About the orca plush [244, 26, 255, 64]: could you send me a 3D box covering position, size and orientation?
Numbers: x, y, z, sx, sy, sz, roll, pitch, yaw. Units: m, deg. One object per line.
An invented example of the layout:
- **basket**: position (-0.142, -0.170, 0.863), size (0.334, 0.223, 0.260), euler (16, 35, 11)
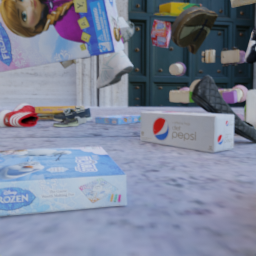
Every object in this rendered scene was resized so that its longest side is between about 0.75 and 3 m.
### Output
- **orca plush**: position (3.908, -2.392, 8.286), size (0.654, 0.967, 1.839), euler (18, 32, 16)

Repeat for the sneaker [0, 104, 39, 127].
- **sneaker**: position (-4.181, -0.411, 11.724), size (1.337, 0.907, 2.314), euler (9, 19, 9)

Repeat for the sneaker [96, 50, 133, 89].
- **sneaker**: position (-0.634, -2.208, 10.632), size (0.843, 0.960, 2.396), euler (-23, -2, -32)

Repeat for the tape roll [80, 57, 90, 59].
- **tape roll**: position (-1.468, -3.632, 10.716), size (1.987, 1.987, 0.656), euler (5, -23, 43)

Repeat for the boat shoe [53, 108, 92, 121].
- **boat shoe**: position (-2.831, -0.671, 14.023), size (2.174, 0.672, 0.814), euler (0, 10, 28)

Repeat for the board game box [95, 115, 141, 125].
- **board game box**: position (-0.410, -0.396, 13.084), size (1.379, 0.334, 1.824), euler (4, 7, 38)

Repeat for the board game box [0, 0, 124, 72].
- **board game box**: position (-1.772, -2.742, 5.510), size (2.909, 2.916, 0.600), euler (-5, 20, 21)

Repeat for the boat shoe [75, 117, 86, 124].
- **boat shoe**: position (-2.207, -0.309, 12.492), size (0.289, 0.339, 1.013), euler (-12, -3, 20)

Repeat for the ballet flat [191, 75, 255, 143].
- **ballet flat**: position (2.450, -0.341, 6.613), size (2.324, 0.660, 0.772), euler (34, 4, -22)

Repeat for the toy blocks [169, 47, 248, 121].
- **toy blocks**: position (3.014, -1.340, 10.167), size (2.590, 2.771, 2.333), euler (4, 13, 34)

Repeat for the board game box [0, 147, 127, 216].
- **board game box**: position (-1.012, 0.545, 3.352), size (1.667, 0.363, 1.676), euler (0, 6, -15)

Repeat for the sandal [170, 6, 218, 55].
- **sandal**: position (1.480, -2.433, 6.806), size (0.757, 1.133, 2.772), euler (38, 28, 14)

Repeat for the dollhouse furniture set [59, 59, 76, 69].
- **dollhouse furniture set**: position (-2.369, -3.337, 9.480), size (1.096, 1.743, 1.971), euler (-36, -17, -10)

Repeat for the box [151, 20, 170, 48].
- **box**: position (1.320, -3.726, 11.194), size (0.649, 0.621, 1.302), euler (15, 0, 9)

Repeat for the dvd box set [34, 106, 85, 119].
- **dvd box set**: position (-3.874, -0.808, 15.059), size (2.615, 0.384, 1.913), euler (-3, -7, -30)

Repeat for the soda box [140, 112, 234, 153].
- **soda box**: position (1.277, 0.025, 6.582), size (0.720, 0.771, 2.263), euler (-5, 7, -39)

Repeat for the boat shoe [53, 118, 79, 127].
- **boat shoe**: position (-2.490, -0.223, 11.194), size (0.410, 0.363, 1.121), euler (5, 8, 43)

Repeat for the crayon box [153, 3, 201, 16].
- **crayon box**: position (1.692, -4.088, 9.702), size (1.405, 0.357, 0.892), euler (-6, 19, -19)

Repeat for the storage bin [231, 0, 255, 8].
- **storage bin**: position (2.870, -3.504, 6.445), size (1.090, 1.098, 0.515), euler (-9, -5, 9)

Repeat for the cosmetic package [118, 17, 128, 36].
- **cosmetic package**: position (-0.430, -2.490, 7.052), size (0.800, 0.339, 0.431), euler (-25, -11, -42)

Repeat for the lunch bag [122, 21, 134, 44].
- **lunch bag**: position (-0.393, -3.803, 11.570), size (1.232, 0.859, 1.034), euler (-26, 13, 49)

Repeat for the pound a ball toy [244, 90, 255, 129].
- **pound a ball toy**: position (4.977, -0.187, 8.212), size (2.933, 1.246, 1.912), euler (2, -20, 19)
